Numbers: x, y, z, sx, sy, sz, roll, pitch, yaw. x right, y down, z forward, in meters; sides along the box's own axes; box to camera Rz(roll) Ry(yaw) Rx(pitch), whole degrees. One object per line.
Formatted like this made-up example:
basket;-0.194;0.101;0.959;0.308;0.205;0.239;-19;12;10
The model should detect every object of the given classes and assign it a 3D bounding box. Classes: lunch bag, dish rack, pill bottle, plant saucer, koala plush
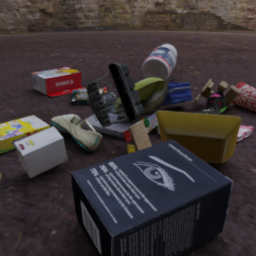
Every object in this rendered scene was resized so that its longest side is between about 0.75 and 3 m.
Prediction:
lunch bag;2.281;-1.726;13.916;1.602;1.060;1.088;-11;0;-26
dish rack;-0.713;-1.032;10.315;0.748;2.104;2.743;-23;5;-43
pill bottle;2.175;-4.303;18.380;1.787;1.787;2.989;9;39;19
plant saucer;0.439;-1.411;12.067;2.518;2.518;0.391;-21;75;-38
koala plush;-0.930;-1.118;13.338;0.962;1.047;0.928;18;30;33
plant saucer;2.143;0.443;8.843;2.431;2.430;0.589;5;61;17

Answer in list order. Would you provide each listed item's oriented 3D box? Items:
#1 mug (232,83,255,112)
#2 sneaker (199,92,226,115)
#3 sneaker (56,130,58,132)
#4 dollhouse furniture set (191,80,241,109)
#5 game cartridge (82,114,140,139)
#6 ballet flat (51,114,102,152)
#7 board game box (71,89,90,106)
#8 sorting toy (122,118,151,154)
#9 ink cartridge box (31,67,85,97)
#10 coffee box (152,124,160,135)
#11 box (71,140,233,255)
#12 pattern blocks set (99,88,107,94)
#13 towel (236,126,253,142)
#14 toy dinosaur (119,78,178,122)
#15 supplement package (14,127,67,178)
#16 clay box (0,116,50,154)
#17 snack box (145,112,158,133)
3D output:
mug;6.351;-1.498;14.057;1.560;1.172;1.757;-18;33;-23
sneaker;3.882;-1.028;12.949;1.008;1.100;2.627;5;25;26
sneaker;-3.002;0.338;11.077;0.461;0.362;0.928;-5;25;-3
dollhouse furniture set;4.297;-1.427;13.780;1.575;1.498;1.284;35;52;9
game cartridge;-0.669;-0.116;12.000;2.358;0.453;1.529;13;32;26
ballet flat;-2.013;-0.005;10.969;0.953;0.953;2.743;-22;40;-39
board game box;-2.461;-1.751;15.508;1.311;0.273;1.939;-7;26;-5
sorting toy;0.306;0.403;10.144;0.370;1.054;2.187;-17;7;30
ink cartridge box;-4.142;-2.830;16.988;2.497;1.047;2.192;-22;33;-39
coffee box;1.552;-0.105;11.980;0.978;0.350;1.590;-11;27;-18
box;0.489;1.722;6.469;2.987;1.558;2.210;-15;30;-24
pattern blocks set;-1.820;-2.185;16.728;1.127;0.104;1.282;-1;26;-2
towel;3.940;0.147;11.480;2.042;0.306;1.495;-19;29;-35
toy dinosaur;1.025;-1.030;11.607;2.723;1.048;1.393;-28;7;18
supplement package;-2.701;0.757;8.798;1.300;1.013;0.721;-26;46;-28
clay box;-4.503;0.270;10.899;2.518;0.599;1.447;-21;32;-37
snack box;0.806;-0.123;11.405;1.318;0.474;0.160;-39;23;-29
